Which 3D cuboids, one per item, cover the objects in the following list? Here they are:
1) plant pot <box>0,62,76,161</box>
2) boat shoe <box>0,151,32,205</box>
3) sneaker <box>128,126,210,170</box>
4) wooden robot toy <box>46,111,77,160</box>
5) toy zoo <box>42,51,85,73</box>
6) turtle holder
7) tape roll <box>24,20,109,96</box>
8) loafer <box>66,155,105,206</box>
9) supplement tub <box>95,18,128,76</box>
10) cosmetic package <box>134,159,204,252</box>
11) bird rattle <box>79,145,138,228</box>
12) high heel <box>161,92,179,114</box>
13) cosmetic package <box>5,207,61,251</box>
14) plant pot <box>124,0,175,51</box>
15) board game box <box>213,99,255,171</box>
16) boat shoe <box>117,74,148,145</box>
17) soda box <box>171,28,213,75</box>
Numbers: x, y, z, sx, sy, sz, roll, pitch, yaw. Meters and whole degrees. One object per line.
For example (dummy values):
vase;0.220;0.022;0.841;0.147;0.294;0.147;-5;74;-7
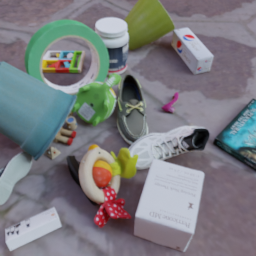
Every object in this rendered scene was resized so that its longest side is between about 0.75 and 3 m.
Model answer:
plant pot;-3.136;-0.601;8.315;2.302;2.350;2.350;34;48;-19
boat shoe;-3.550;1.438;8.304;0.546;0.684;1.810;-9;37;38
sneaker;1.247;0.481;8.427;2.655;1.528;1.002;-21;88;-17
wooden robot toy;-2.261;-0.046;9.389;0.939;0.967;2.131;11;51;10
toy zoo;-2.977;-2.913;12.284;2.004;0.205;1.315;1;51;4
turtle holder;-1.067;-1.089;9.770;1.388;1.827;1.298;16;26;14
tape roll;-2.091;-2.242;9.822;2.847;2.847;0.684;-22;38;-18
loafer;-1.226;1.471;8.322;0.637;0.652;1.787;-29;62;-23
supplement tub;-0.691;-3.276;11.448;1.390;1.981;1.390;1;47;-1
cosmetic package;1.058;2.017;7.332;1.414;1.405;1.689;14;52;11
bird rattle;-0.688;1.464;7.605;1.240;1.795;2.201;-13;45;41
high heel;1.591;-1.021;10.594;0.499;0.350;1.039;23;63;-5
cosmetic package;-2.499;2.631;7.378;1.352;0.342;0.558;-22;26;-18
plant pot;0.634;-4.554;12.578;2.164;2.025;2.025;-38;52;11
board game box;4.419;0.172;9.590;1.807;0.376;2.672;35;58;26
boat shoe;0.110;-0.722;9.995;1.056;0.883;2.956;-3;50;-8
soda box;2.777;-3.438;12.379;0.762;0.815;2.393;-15;51;-12
